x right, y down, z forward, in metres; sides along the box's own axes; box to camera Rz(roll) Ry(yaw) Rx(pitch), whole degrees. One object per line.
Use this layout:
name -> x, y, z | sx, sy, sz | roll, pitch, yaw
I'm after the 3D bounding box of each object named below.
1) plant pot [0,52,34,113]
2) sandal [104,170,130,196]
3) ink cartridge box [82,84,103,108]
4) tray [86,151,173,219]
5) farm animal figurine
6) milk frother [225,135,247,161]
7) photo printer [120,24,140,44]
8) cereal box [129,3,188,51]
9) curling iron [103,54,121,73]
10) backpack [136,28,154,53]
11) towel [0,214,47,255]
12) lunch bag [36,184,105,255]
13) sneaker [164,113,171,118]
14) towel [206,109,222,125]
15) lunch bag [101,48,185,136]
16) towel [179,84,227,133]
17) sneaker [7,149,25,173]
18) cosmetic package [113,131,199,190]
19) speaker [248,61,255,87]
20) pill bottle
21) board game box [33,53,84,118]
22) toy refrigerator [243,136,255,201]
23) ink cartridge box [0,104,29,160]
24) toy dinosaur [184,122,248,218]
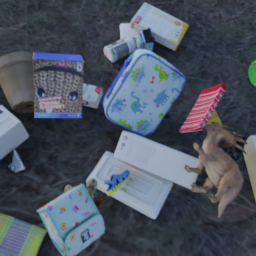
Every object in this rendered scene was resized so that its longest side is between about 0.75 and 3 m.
plant pot -> -4.023, -1.630, 10.939 | 2.104, 2.104, 1.825 | -11, 75, -7
sandal -> -0.365, 1.676, 9.029 | 1.108, 0.440, 0.482 | -38, 96, -39
ink cartridge box -> -1.693, -1.339, 11.481 | 1.100, 0.459, 0.799 | 13, 58, 8
tray -> 0.029, 1.816, 9.518 | 2.696, 0.299, 1.448 | 24, 61, 17
farm animal figurine -> -1.381, 2.017, 8.311 | 1.201, 0.970, 0.604 | -17, 21, 6
milk frother -> 3.213, 0.510, 8.884 | 0.886, 0.942, 0.850 | -3, 41, 2
photo printer -> 0.286, -4.553, 13.516 | 1.344, 0.467, 1.118 | -2, 60, -2
cereal box -> 1.486, -4.847, 13.347 | 2.449, 0.484, 1.762 | 28, 57, 3
curling iron -> -0.581, -2.358, 10.400 | 1.012, 0.129, 0.251 | 44, 48, 3
backpack -> 0.747, -3.832, 12.740 | 0.753, 1.025, 0.938 | -9, 56, -5
towel -> -3.740, 3.518, 8.532 | 2.142, 0.244, 1.538 | 14, 58, 8
lunch bag -> -1.409, 2.432, 7.250 | 1.274, 0.912, 1.496 | -28, 87, -40
sneaker -> 1.214, -0.771, 11.034 | 1.173, 0.435, 0.519 | 25, 73, 22
towel -> 3.246, -0.093, 10.515 | 0.527, 0.110, 1.224 | -26, 83, 26
lunch bag -> 0.477, -1.253, 9.855 | 2.198, 2.734, 1.127 | 25, 18, -23
towel -> 2.202, -0.568, 8.362 | 0.180, 1.159, 1.602 | 37, 74, -14
sneaker -> -4.087, 1.194, 9.951 | 0.534, 0.347, 0.925 | -30, 63, -15
cosmetic package -> 1.007, 1.023, 9.287 | 2.666, 1.352, 0.950 | 21, 90, 14
speaker -> 6.707, -2.538, 11.777 | 2.969, 1.313, 1.313 | -14, 59, -9
pill bottle -> -0.366, -3.559, 12.716 | 1.343, 0.759, 0.759 | -30, 62, -18
board game box -> -2.390, -1.431, 9.565 | 1.600, 2.007, 0.972 | -1, 26, -16
toy refrigerator -> 4.669, 1.519, 9.463 | 0.923, 0.850, 2.430 | 3, 58, -7
ink cartridge box -> -5.381, -0.064, 10.262 | 2.702, 1.139, 1.973 | 35, 64, 20
toy dinosaur -> 2.590, 1.048, 7.629 | 1.764, 1.117, 2.603 | -15, 81, -19
